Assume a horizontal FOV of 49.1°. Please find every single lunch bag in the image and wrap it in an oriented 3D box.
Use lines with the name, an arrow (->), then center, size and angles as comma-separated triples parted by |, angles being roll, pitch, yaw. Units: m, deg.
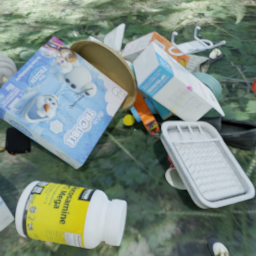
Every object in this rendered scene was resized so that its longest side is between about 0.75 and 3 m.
lunch bag -> 2.383, -2.536, 11.966 | 1.582, 1.134, 1.929 | 23, 50, 30

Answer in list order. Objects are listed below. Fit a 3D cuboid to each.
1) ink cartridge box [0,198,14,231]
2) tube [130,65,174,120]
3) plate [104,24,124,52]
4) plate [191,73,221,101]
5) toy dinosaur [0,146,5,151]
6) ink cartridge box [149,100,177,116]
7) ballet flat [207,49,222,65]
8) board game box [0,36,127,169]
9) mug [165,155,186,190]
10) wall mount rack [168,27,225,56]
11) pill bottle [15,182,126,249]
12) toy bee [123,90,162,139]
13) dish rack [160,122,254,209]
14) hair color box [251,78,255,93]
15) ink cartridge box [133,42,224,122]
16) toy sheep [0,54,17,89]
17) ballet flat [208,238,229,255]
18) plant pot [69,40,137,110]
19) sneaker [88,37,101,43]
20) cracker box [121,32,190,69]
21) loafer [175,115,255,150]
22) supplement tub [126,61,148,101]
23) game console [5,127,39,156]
ink cartridge box -> -3.708, 1.664, 6.794 | 1.329, 1.839, 0.779 | 29, 53, 29
tube -> 0.765, -1.230, 9.187 | 2.052, 0.517, 0.795 | 55, 16, 11
plate -> -0.612, -3.137, 10.255 | 0.185, 1.142, 1.144 | 21, 69, -35
plate -> 2.568, -1.363, 9.983 | 1.447, 1.447, 0.185 | 17, 59, 18
toy dinosaur -> -4.422, 1.043, 8.465 | 0.909, 0.523, 1.798 | 6, 42, 5
ink cartridge box -> 1.513, -1.012, 10.623 | 1.389, 0.522, 1.145 | 6, 41, -4
ballet flat -> 4.208, -3.522, 13.587 | 0.510, 0.510, 1.395 | 30, 50, 29
board game box -> -1.906, -0.826, 8.384 | 2.961, 0.645, 2.976 | 37, 58, -12
mug -> 1.664, 0.994, 8.158 | 0.803, 1.069, 1.204 | 8, 37, 27
wall mount rack -> 1.818, -2.238, 7.459 | 1.372, 0.512, 1.192 | -19, 48, -19
pill bottle -> -1.288, 2.087, 6.687 | 2.362, 1.328, 1.328 | 6, 42, 7
toy bee -> 0.548, -0.323, 9.466 | 1.462, 1.214, 2.233 | -11, 56, 15
dish rack -> 2.080, 0.991, 7.786 | 2.245, 0.569, 2.615 | 0, 51, -35
hair color box -> 5.987, -1.316, 11.008 | 1.106, 0.637, 1.994 | -12, 45, -14
ink cartridge box -> 1.557, -1.209, 8.710 | 2.819, 0.956, 1.623 | 32, 30, -26
toy sheep -> -5.266, -2.290, 11.496 | 1.486, 1.486, 2.155 | -29, 49, -28
ballet flat -> 2.190, 2.980, 6.396 | 0.416, 0.416, 1.138 | -8, 42, -9
plant pot -> -0.805, -1.722, 9.116 | 2.682, 2.682, 0.368 | 23, 56, 23
sneaker -> -1.667, -4.294, 14.544 | 0.705, 0.530, 1.415 | 0, 35, -34
cracker box -> 0.884, -2.529, 10.072 | 1.565, 0.674, 2.336 | 27, -4, -23
loafer -> 2.907, -0.031, 9.258 | 2.787, 0.978, 0.946 | 11, 47, 17
supplement tub -> -0.042, -1.710, 10.343 | 1.229, 1.695, 1.229 | -22, 55, 35
game console -> -3.076, 0.269, 9.523 | 2.089, 0.252, 1.232 | -11, 43, -12
